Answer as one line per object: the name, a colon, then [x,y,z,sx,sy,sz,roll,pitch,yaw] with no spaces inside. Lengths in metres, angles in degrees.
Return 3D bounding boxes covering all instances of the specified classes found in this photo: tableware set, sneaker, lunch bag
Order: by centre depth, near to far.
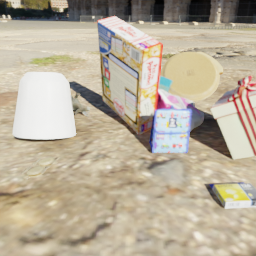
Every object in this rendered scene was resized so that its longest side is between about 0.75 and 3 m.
tableware set: [-1.929,0.898,6.252,0.544,0.165,0.823,-4,18,16]
lunch bag: [1.052,-0.013,6.965,0.903,1.199,0.564,0,27,-5]
sneaker: [1.499,-0.543,8.638,0.940,0.867,2.131,-11,40,-26]

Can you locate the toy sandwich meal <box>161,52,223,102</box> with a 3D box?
toy sandwich meal: [2.523,-2.049,11.365,2.542,0.870,2.542,-2,68,5]

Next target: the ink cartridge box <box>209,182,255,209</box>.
ink cartridge box: [2.096,1.245,5.451,0.779,0.185,0.788,-2,25,-6]

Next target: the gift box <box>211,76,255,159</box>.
gift box: [3.159,-0.413,6.676,1.747,1.631,1.612,-21,10,34]

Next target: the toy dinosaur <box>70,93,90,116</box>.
toy dinosaur: [-1.937,-0.871,9.457,1.422,0.727,0.547,23,32,35]

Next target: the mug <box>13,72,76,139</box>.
mug: [-2.345,-0.634,7.509,1.995,1.638,1.598,7,9,39]

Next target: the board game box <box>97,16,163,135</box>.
board game box: [-0.026,-1.414,7.802,0.616,2.661,2.015,-26,50,-26]

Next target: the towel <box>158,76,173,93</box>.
towel: [0.882,-1.630,10.816,1.459,0.158,1.070,23,72,16]
